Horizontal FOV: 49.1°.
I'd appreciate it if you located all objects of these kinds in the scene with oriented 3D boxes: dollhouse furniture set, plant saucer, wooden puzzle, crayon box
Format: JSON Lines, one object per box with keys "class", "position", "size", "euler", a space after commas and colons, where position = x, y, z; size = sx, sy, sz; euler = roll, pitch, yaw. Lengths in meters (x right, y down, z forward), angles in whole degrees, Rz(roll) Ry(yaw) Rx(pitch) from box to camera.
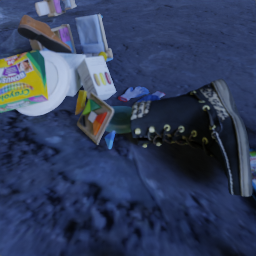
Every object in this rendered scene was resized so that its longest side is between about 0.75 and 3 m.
{"class": "dollhouse furniture set", "position": [-2.129, -3.510, 10.268], "size": [2.677, 2.527, 1.747], "euler": [10, 34, 36]}
{"class": "plant saucer", "position": [-0.207, -0.279, 7.590], "size": [1.276, 0.175, 1.276], "euler": [0, 33, 0]}
{"class": "wooden puzzle", "position": [-0.847, -0.246, 6.768], "size": [1.605, 1.082, 0.188], "euler": [31, 18, 38]}
{"class": "crayon box", "position": [-3.065, -1.244, 7.624], "size": [1.620, 0.472, 1.398], "euler": [-14, 69, 6]}

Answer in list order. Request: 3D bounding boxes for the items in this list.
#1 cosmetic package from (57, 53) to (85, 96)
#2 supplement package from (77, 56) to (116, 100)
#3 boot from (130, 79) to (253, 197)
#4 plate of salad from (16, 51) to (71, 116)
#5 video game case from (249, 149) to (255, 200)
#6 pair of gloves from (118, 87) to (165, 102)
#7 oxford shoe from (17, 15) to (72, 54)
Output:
{"class": "cosmetic package", "position": [-2.280, -1.806, 9.204], "size": [1.463, 0.899, 1.458], "euler": [5, 34, 10]}
{"class": "supplement package", "position": [-0.937, -1.416, 8.221], "size": [0.653, 1.148, 0.629], "euler": [-17, -7, -35]}
{"class": "boot", "position": [1.227, 0.231, 5.980], "size": [2.289, 1.094, 3.031], "euler": [-11, 42, 14]}
{"class": "plate of salad", "position": [-2.544, -1.283, 8.107], "size": [1.993, 0.479, 1.993], "euler": [-3, 76, 13]}
{"class": "video game case", "position": [3.374, 1.263, 5.235], "size": [1.960, 0.244, 2.739], "euler": [-6, 35, -8]}
{"class": "pair of gloves", "position": [0.451, -0.941, 8.596], "size": [1.359, 0.155, 1.092], "euler": [25, 43, 34]}
{"class": "oxford shoe", "position": [-2.610, -3.028, 9.190], "size": [0.684, 1.918, 0.684], "euler": [-11, 65, 39]}
